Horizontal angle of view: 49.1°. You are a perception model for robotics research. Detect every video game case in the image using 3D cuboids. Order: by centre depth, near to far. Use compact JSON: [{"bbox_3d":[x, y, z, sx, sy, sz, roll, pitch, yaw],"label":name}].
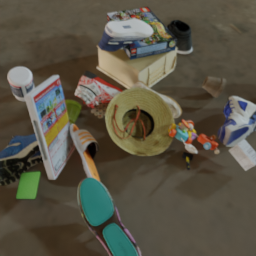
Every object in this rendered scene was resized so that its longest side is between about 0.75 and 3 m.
[{"bbox_3d":[-2.251,-0.051,8.493,0.231,2.645,1.891,-2,26,11],"label":"video game case"}]

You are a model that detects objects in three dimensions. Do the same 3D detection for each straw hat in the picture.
[{"bbox_3d":[0.239,-0.089,9.710,2.580,1.092,2.580,8,69,-23],"label":"straw hat"}]

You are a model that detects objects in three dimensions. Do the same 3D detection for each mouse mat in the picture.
[{"bbox_3d":[-3.013,1.735,8.443,1.051,0.040,0.846,-9,65,36],"label":"mouse mat"}]

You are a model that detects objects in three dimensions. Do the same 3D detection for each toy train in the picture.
[{"bbox_3d":[2.205,0.239,9.097,1.550,0.574,2.063,40,21,29],"label":"toy train"}]

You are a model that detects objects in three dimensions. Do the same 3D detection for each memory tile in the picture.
[{"bbox_3d":[-1.026,-0.714,11.069,0.601,0.066,0.785,36,59,26],"label":"memory tile"}]

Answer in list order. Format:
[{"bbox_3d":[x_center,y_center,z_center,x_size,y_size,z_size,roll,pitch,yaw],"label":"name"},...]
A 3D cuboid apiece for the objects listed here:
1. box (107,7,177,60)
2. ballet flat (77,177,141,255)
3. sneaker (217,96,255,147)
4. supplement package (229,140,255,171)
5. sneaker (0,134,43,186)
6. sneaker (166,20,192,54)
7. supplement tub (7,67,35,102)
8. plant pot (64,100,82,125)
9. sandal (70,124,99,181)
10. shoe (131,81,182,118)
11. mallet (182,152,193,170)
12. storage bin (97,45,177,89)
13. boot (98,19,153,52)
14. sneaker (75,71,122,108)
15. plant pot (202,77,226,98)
[{"bbox_3d":[0.499,-4.174,12.094,2.031,0.560,2.973,-16,51,-14],"label":"box"},{"bbox_3d":[-0.570,2.631,7.623,0.935,0.962,2.705,-30,67,-17],"label":"ballet flat"},{"bbox_3d":[3.902,-0.354,10.240,2.499,1.009,1.443,-25,50,-30],"label":"sneaker"},{"bbox_3d":[3.721,0.865,8.928,0.448,0.465,0.818,-26,73,-34],"label":"supplement package"},{"bbox_3d":[-3.684,0.943,9.234,2.606,1.023,1.162,-27,39,-22],"label":"sneaker"},{"bbox_3d":[1.706,-4.501,13.358,2.891,1.434,1.022,13,53,12],"label":"sneaker"},{"bbox_3d":[-4.165,-1.697,11.001,0.882,1.257,0.882,5,62,-9],"label":"supplement tub"},{"bbox_3d":[-2.204,-0.525,10.531,0.782,0.782,0.753,5,62,4],"label":"plant pot"},{"bbox_3d":[-1.228,0.770,9.205,0.652,0.872,2.276,-29,65,5],"label":"sandal"},{"bbox_3d":[1.002,-0.987,10.564,2.173,0.760,0.580,34,41,13],"label":"shoe"},{"bbox_3d":[2.003,1.118,9.151,0.356,0.222,1.081,15,21,-2],"label":"mallet"},{"bbox_3d":[0.390,-3.087,12.332,2.585,1.212,2.567,36,58,27],"label":"storage bin"},{"bbox_3d":[-0.105,-3.509,10.756,2.259,1.020,0.822,-14,67,-39],"label":"boot"},{"bbox_3d":[-0.972,-1.194,11.085,2.260,0.755,1.212,28,90,-10],"label":"sneaker"},{"bbox_3d":[3.427,-1.725,11.316,0.702,0.810,0.810,23,51,-5],"label":"plant pot"}]
